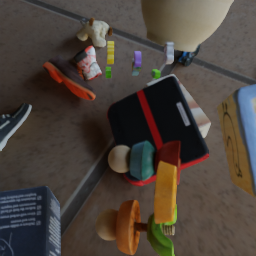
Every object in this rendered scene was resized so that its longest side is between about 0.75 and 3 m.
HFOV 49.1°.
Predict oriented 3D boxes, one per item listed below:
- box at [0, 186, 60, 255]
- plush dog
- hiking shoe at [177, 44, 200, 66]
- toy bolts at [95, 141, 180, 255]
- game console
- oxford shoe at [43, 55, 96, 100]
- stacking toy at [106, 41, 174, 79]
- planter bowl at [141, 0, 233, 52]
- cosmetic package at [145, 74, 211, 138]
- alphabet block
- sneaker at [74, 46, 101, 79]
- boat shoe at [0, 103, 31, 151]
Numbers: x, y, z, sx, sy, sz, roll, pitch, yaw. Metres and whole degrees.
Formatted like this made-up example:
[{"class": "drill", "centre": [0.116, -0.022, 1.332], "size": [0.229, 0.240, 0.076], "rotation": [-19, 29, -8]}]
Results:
[{"class": "box", "centre": [-2.597, 2.864, 6.087], "size": [1.996, 1.439, 2.689], "rotation": [-6, 57, -4]}, {"class": "plush dog", "centre": [-1.215, -3.814, 10.791], "size": [1.272, 1.021, 1.093], "rotation": [25, 37, 15]}, {"class": "hiking shoe", "centre": [2.262, -2.821, 10.340], "size": [0.519, 0.446, 1.198], "rotation": [29, 62, 16]}, {"class": "toy bolts", "centre": [0.145, 0.976, 4.957], "size": [1.429, 1.967, 2.060], "rotation": [3, 48, 13]}, {"class": "game console", "centre": [0.688, 0.065, 7.880], "size": [2.367, 0.415, 2.676], "rotation": [-24, 64, 12]}, {"class": "oxford shoe", "centre": [-1.840, -1.765, 9.361], "size": [2.338, 0.832, 0.848], "rotation": [37, 75, 21]}, {"class": "stacking toy", "centre": [0.167, -1.432, 6.120], "size": [1.300, 1.725, 0.405], "rotation": [0, 86, -5]}, {"class": "planter bowl", "centre": [1.381, -3.031, 7.524], "size": [2.388, 1.607, 2.388], "rotation": [12, 28, -7]}, {"class": "cosmetic package", "centre": [1.447, -0.529, 8.588], "size": [1.077, 0.909, 2.085], "rotation": [-24, 60, -13]}, {"class": "alphabet block", "centre": [2.703, 0.134, 4.851], "size": [1.783, 1.816, 1.773], "rotation": [-9, 84, 9]}, {"class": "sneaker", "centre": [-1.366, -2.290, 9.931], "size": [0.610, 0.980, 1.828], "rotation": [-27, 21, 12]}, {"class": "boat shoe", "centre": [-3.656, -0.024, 8.264], "size": [0.629, 0.789, 2.086], "rotation": [41, 55, -23]}]
